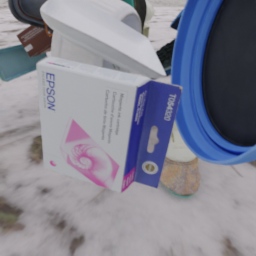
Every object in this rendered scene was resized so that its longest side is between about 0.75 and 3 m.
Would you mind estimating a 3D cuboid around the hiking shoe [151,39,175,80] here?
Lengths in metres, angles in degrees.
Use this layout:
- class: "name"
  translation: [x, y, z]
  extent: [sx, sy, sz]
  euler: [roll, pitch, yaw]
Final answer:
- class: "hiking shoe"
  translation: [1.616, -1.451, 6.089]
  extent: [2.620, 1.136, 0.975]
  euler: [-15, 40, 32]

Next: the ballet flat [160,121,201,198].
- class: "ballet flat"
  translation: [1.066, 0.336, 6.435]
  extent: [0.961, 0.950, 2.824]
  euler: [0, 28, 0]

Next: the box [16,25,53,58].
- class: "box"
  translation: [-2.350, -2.791, 8.452]
  extent: [1.006, 0.752, 2.008]
  euler: [-26, 18, 16]

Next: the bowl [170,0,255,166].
- class: "bowl"
  translation: [1.357, -0.973, 3.474]
  extent: [0.564, 2.875, 2.875]
  euler: [5, 26, -15]

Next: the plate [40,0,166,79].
- class: "plate"
  translation: [-0.300, -1.145, 3.429]
  extent: [1.448, 0.234, 1.445]
  euler: [23, 29, -20]

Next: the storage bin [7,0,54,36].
- class: "storage bin"
  translation: [-1.359, -3.033, 6.548]
  extent: [1.539, 1.668, 2.292]
  euler: [1, 5, 34]

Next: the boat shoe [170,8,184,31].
- class: "boat shoe"
  translation: [1.258, -2.538, 6.507]
  extent: [0.259, 0.318, 0.755]
  euler: [35, -15, -9]

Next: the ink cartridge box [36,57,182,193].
- class: "ink cartridge box"
  translation: [-0.260, 0.057, 2.956]
  extent: [1.384, 1.359, 0.300]
  euler: [15, 34, 11]

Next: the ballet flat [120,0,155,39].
- class: "ballet flat"
  translation: [0.174, -2.949, 7.846]
  extent: [0.953, 2.786, 0.947]
  euler: [-29, 67, -19]

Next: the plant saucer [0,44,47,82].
- class: "plant saucer"
  translation: [-3.084, -2.008, 8.203]
  extent: [0.229, 0.842, 2.409]
  euler: [-12, 20, 20]

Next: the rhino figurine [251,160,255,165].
- class: "rhino figurine"
  translation: [2.979, 0.721, 6.460]
  extent: [0.355, 0.243, 0.813]
  euler: [-28, 39, -21]

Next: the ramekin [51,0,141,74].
- class: "ramekin"
  translation: [-0.434, -1.386, 4.793]
  extent: [0.823, 1.768, 1.768]
  euler: [24, 34, 16]
